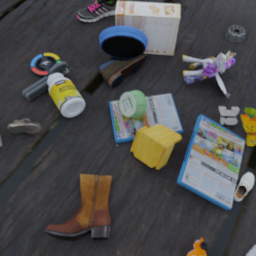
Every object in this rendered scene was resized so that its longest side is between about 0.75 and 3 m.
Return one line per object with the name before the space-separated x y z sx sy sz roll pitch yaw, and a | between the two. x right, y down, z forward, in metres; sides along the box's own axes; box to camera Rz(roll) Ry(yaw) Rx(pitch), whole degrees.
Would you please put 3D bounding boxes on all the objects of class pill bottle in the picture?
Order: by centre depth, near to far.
pill bottle | -2.606 -1.380 11.461 1.036 1.036 1.850 -28 61 -16

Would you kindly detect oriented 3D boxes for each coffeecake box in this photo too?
coffeecake box | 0.841 -4.489 12.760 2.750 2.111 1.005 5 58 3

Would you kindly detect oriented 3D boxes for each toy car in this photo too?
toy car | 1.942 3.781 7.746 0.759 2.281 1.119 -10 76 9

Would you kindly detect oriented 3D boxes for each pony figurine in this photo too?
pony figurine | 3.516 -2.485 11.945 2.267 1.888 2.189 -5 48 15

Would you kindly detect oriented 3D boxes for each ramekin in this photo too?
ramekin | 0.151 -0.891 10.749 0.528 1.081 1.081 -9 52 -43

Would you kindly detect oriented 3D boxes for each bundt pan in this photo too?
bundt pan | 5.369 -4.736 13.943 1.009 0.379 1.009 0 58 1

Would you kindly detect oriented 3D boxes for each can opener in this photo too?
can opener | -3.559 -2.060 12.084 2.267 0.753 0.597 -42 47 -17

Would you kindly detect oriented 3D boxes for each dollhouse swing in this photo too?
dollhouse swing | 1.088 0.652 10.392 1.372 1.247 1.206 31 21 33

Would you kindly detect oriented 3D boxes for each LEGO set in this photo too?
LEGO set | 4.996 -0.004 10.693 2.980 1.223 1.137 3 27 7

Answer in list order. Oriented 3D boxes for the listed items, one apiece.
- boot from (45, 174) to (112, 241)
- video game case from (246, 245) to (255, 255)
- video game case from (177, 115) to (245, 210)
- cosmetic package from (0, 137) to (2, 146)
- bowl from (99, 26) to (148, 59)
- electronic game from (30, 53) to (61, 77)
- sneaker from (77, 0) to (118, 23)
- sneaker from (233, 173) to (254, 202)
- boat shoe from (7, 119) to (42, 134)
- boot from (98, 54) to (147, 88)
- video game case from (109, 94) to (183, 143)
boot | -1.574 2.509 9.231 2.057 0.748 2.185 -2 57 -1
video game case | 3.966 4.869 8.054 1.923 0.233 2.112 -36 65 -20
video game case | 3.016 1.134 9.904 2.040 0.254 2.850 29 61 -7
cosmetic package | -5.836 -0.129 10.684 1.160 0.819 2.241 -24 61 -32
bowl | -0.211 -3.677 12.306 2.149 2.149 0.422 3 76 2
electronic game | -3.777 -2.918 12.855 1.433 0.298 1.433 0 58 0
sneaker | -1.526 -6.300 14.495 2.459 1.076 0.907 -21 60 -13
sneaker | 4.081 1.989 9.686 0.441 0.513 1.212 31 62 19
boat shoe | -3.979 -0.130 10.830 1.445 0.538 0.530 0 50 16
boot | -0.247 -2.830 12.475 2.285 0.854 1.107 -39 69 -19
video game case | 0.674 -0.426 11.348 2.659 0.237 1.903 -8 59 -5
